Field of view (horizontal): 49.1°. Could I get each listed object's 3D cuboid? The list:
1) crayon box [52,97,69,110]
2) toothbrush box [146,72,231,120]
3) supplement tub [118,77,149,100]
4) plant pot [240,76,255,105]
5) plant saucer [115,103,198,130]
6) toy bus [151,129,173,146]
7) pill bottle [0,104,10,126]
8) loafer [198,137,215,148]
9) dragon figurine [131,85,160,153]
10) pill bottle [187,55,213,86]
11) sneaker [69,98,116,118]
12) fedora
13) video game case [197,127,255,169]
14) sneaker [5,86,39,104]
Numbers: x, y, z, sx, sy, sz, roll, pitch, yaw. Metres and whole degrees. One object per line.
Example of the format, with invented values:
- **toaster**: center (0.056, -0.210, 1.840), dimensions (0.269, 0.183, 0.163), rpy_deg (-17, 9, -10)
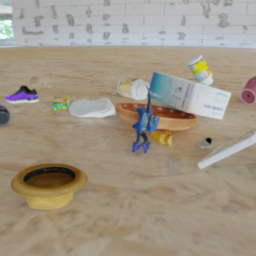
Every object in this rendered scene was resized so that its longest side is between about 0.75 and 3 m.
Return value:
- **crayon box**: center (-3.079, -1.128, 12.866), dimensions (0.661, 0.324, 1.113), rpy_deg (-3, 21, -8)
- **toothbrush box**: center (2.422, -1.370, 11.644), dimensions (2.023, 1.179, 2.764), rpy_deg (8, 15, -32)
- **supplement tub**: center (0.276, -1.977, 14.032), dimensions (1.026, 1.026, 1.412), rpy_deg (-19, 28, -40)
- **plant pot**: center (6.003, -1.694, 13.284), dimensions (1.149, 1.283, 1.283), rpy_deg (-31, 34, -25)
- **plant saucer**: center (0.993, -0.423, 10.184), dimensions (2.990, 0.483, 2.990), rpy_deg (8, 11, -2)
- **toy bus**: center (1.122, 0.257, 9.243), dimensions (0.401, 0.333, 1.024), rpy_deg (-6, 22, -16)
- **pill bottle**: center (-4.973, -0.525, 10.769), dimensions (0.703, 0.703, 1.256), rpy_deg (-14, 25, -32)
- **loafer**: center (2.484, 0.436, 8.637), dimensions (0.872, 0.304, 0.305), rpy_deg (-12, 63, -51)
- **dragon figurine**: center (0.548, -0.216, 8.408), dimensions (0.590, 2.004, 0.997), rpy_deg (14, 13, -18)
- **pill bottle**: center (3.229, -2.505, 12.437), dimensions (0.720, 1.319, 0.720), rpy_deg (-31, 19, 12)
- **sneaker**: center (-1.462, -0.684, 11.281), dimensions (1.957, 0.748, 0.788), rpy_deg (1, -20, 21)
- **fedora**: center (-1.679, 1.308, 6.057), dimensions (1.613, 0.658, 1.613), rpy_deg (5, 16, -1)
- **video game case**: center (2.840, 0.437, 7.435), dimensions (1.550, 0.195, 1.703), rpy_deg (-23, -11, -46)
- **sneaker**: center (-5.127, -1.645, 13.488), dimensions (1.657, 0.824, 0.576), rpy_deg (0, 21, 6)
